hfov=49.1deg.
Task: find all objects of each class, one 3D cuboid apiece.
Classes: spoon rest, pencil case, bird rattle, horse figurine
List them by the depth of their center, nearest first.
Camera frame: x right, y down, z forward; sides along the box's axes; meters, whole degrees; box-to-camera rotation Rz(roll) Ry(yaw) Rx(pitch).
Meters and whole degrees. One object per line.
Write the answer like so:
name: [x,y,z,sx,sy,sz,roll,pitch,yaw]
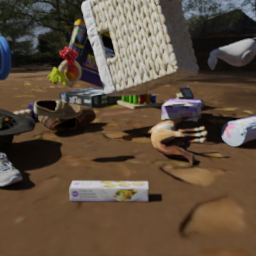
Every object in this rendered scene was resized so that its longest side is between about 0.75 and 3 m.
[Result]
horse figurine: [1.282,0.203,7.912,1.759,0.663,2.654,-9,18,12]
bird rattle: [-1.784,-1.728,8.271,0.661,1.174,0.957,13,-18,36]
pencil case: [3.623,0.050,8.450,1.787,0.743,0.810,-12,-3,-36]
spoon rest: [3.698,-2.592,9.976,2.164,1.075,0.656,-15,50,-24]

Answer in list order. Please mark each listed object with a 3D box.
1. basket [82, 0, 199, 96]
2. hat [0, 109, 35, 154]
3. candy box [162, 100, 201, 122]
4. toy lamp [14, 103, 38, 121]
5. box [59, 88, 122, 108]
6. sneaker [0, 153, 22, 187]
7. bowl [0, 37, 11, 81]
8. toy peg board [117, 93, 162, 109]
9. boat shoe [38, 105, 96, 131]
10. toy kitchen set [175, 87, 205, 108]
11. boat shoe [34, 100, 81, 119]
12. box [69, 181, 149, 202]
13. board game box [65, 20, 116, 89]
basket: [0.528,-2.732,8.996,2.406,2.965,2.992,-14,2,28]
hat: [-3.690,0.180,7.263,2.555,1.031,2.555,15,13,-3]
candy box: [2.295,-0.765,11.852,1.437,0.613,1.713,5,15,18]
toy lamp: [-4.245,-0.480,10.550,0.762,0.762,2.618,12,17,38]
box: [-1.967,-1.715,15.486,2.301,0.625,2.872,10,18,33]
sneaker: [-2.730,0.813,5.867,1.432,0.587,0.535,12,19,40]
bowl: [-4.196,-2.224,8.988,1.390,1.390,0.273,13,16,41]
toy peg board: [0.578,-1.610,14.636,1.744,0.857,1.751,-8,17,-29]
boat shoe: [-1.983,-0.246,9.829,0.789,0.841,2.337,47,29,24]
toy kitchen set: [3.132,-1.330,14.445,0.844,1.148,1.433,-4,52,-14]
boat shoe: [-1.633,-0.458,6.531,1.096,0.406,0.364,-2,-27,-15]
box: [-0.335,1.164,5.137,1.430,0.277,0.296,0,15,2]
board game box: [-0.922,-2.250,9.149,2.105,1.740,0.597,14,3,-27]
